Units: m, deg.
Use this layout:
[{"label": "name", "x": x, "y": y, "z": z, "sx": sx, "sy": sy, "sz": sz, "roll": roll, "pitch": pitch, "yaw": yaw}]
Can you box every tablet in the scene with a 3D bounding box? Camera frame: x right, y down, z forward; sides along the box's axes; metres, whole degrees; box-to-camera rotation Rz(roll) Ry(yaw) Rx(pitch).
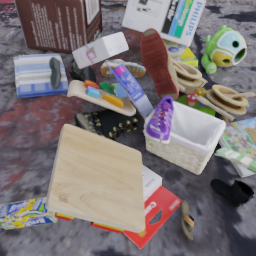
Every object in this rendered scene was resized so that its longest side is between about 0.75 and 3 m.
[{"label": "tablet", "x": -0.133, "y": -1.309, "z": 10.018, "sx": 0.695, "sy": 0.073, "sz": 1.068, "roll": -12, "pitch": 45, "yaw": -12}]

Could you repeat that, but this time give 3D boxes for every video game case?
[{"label": "video game case", "x": 3.486, "y": 0.492, "z": 8.032, "sx": 1.573, "sy": 0.191, "sz": 1.728, "roll": -11, "pitch": 50, "yaw": -13}]

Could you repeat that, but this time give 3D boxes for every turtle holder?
[{"label": "turtle holder", "x": 3.670, "y": -2.991, "z": 10.778, "sx": 1.808, "sy": 1.374, "sz": 1.284, "roll": -25, "pitch": 50, "yaw": -24}]

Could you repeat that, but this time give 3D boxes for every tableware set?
[{"label": "tableware set", "x": 2.492, "y": -1.451, "z": 8.905, "sx": 2.999, "sy": 0.601, "sz": 1.982, "roll": 36, "pitch": 34, "yaw": 22}]

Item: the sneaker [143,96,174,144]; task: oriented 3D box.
[{"label": "sneaker", "x": 0.812, "y": -0.251, "z": 6.891, "sx": 0.666, "sy": 0.690, "sz": 1.653, "roll": 16, "pitch": 38, "yaw": 0}]

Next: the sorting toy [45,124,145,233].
[{"label": "sorting toy", "x": -0.509, "y": 0.842, "z": 4.409, "sx": 1.465, "sy": 0.510, "sz": 1.456, "roll": 22, "pitch": 42, "yaw": -22}]

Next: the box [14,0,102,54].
[{"label": "box", "x": -2.771, "y": -4.797, "z": 11.888, "sx": 2.817, "sy": 2.313, "sz": 2.337, "roll": 9, "pitch": 45, "yaw": 9}]

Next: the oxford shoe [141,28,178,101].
[{"label": "oxford shoe", "x": 0.883, "y": -1.734, "z": 7.723, "sx": 0.717, "sy": 2.036, "sz": 0.761, "roll": -10, "pitch": 22, "yaw": 23}]

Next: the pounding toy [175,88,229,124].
[{"label": "pounding toy", "x": 2.357, "y": -0.829, "z": 8.957, "sx": 1.756, "sy": 0.815, "sz": 1.356, "roll": 6, "pitch": 42, "yaw": 6}]

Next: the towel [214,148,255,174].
[{"label": "towel", "x": 2.668, "y": 0.782, "z": 6.476, "sx": 1.186, "sy": 0.139, "sz": 0.905, "roll": 25, "pitch": 15, "yaw": 27}]

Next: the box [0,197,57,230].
[{"label": "box", "x": -2.240, "y": 1.900, "z": 6.219, "sx": 1.333, "sy": 0.467, "sz": 0.429, "roll": -11, "pitch": 48, "yaw": 13}]

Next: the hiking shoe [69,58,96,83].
[{"label": "hiking shoe", "x": -1.733, "y": -2.039, "z": 10.469, "sx": 0.837, "sy": 0.629, "sz": 1.662, "roll": -26, "pitch": 56, "yaw": 16}]

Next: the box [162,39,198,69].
[{"label": "box", "x": 1.828, "y": -2.844, "z": 11.214, "sx": 1.361, "sy": 0.561, "sz": 2.319, "roll": -9, "pitch": 47, "yaw": -10}]

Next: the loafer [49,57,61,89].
[{"label": "loafer", "x": -2.518, "y": -1.946, "z": 9.981, "sx": 0.455, "sy": 0.398, "sz": 1.266, "roll": -25, "pitch": 65, "yaw": 33}]

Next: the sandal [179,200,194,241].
[{"label": "sandal", "x": 1.368, "y": 2.068, "z": 6.342, "sx": 0.242, "sy": 0.363, "sz": 0.888, "roll": -24, "pitch": 49, "yaw": 33}]

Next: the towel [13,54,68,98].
[{"label": "towel", "x": -3.299, "y": -2.020, "z": 10.541, "sx": 1.835, "sy": 0.297, "sz": 2.498, "roll": -9, "pitch": 47, "yaw": -16}]

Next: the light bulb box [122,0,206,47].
[{"label": "light bulb box", "x": 1.361, "y": -4.323, "z": 10.523, "sx": 2.532, "sy": 1.580, "sz": 2.510, "roll": 19, "pitch": 26, "yaw": 3}]

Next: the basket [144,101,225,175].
[{"label": "basket", "x": 1.490, "y": 0.236, "z": 7.711, "sx": 1.856, "sy": 1.145, "sz": 1.258, "roll": 26, "pitch": 50, "yaw": 23}]

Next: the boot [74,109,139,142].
[{"label": "boot", "x": -0.366, "y": 0.166, "z": 8.004, "sx": 1.740, "sy": 0.831, "sz": 2.303, "roll": -20, "pitch": 50, "yaw": -21}]

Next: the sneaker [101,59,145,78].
[{"label": "sneaker", "x": -0.176, "y": -2.351, "z": 10.664, "sx": 1.684, "sy": 0.637, "sz": 0.738, "roll": 5, "pitch": 45, "yaw": 4}]

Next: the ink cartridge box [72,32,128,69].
[{"label": "ink cartridge box", "x": -0.805, "y": -2.267, "z": 8.197, "sx": 1.323, "sy": 0.560, "sz": 0.956, "roll": -8, "pitch": 20, "yaw": 40}]

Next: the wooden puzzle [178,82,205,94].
[{"label": "wooden puzzle", "x": 2.167, "y": -1.515, "z": 10.173, "sx": 0.972, "sy": 0.181, "sz": 0.900, "roll": 24, "pitch": 50, "yaw": 28}]

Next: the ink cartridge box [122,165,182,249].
[{"label": "ink cartridge box", "x": 0.286, "y": 1.775, "z": 6.739, "sx": 1.441, "sy": 0.366, "sz": 1.635, "roll": 32, "pitch": 53, "yaw": 29}]

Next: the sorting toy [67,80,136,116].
[{"label": "sorting toy", "x": -0.794, "y": -1.068, "z": 8.142, "sx": 1.800, "sy": 0.358, "sz": 2.435, "roll": 16, "pitch": 17, "yaw": -15}]

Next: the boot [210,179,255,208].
[{"label": "boot", "x": 2.465, "y": 1.454, "z": 6.664, "sx": 0.345, "sy": 0.763, "sz": 0.932, "roll": -35, "pitch": 67, "yaw": -25}]

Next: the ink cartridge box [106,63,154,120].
[{"label": "ink cartridge box", "x": 0.222, "y": -0.955, "z": 8.171, "sx": 0.464, "sy": 2.211, "sz": 1.320, "roll": -36, "pitch": 50, "yaw": 5}]
